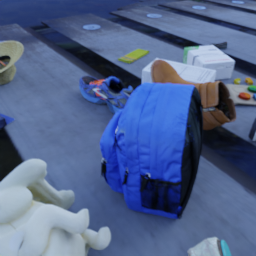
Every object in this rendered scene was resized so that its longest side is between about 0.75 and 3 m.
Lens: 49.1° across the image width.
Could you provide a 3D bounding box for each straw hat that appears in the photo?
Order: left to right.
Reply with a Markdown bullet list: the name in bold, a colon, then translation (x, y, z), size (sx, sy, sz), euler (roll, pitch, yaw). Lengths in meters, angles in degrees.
- **straw hat**: translation (-5.103, -2.329, 11.147), size (2.465, 1.043, 2.465), euler (-8, 48, 8)

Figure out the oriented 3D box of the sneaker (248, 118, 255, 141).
- **sneaker**: translation (4.713, -0.161, 8.286), size (2.591, 0.929, 1.073), euler (-21, 41, -26)

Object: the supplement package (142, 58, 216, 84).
- **supplement package**: translation (1.724, -1.455, 9.783), size (2.234, 1.224, 1.271), euler (19, 40, 24)

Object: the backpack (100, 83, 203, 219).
- **backpack**: translation (0.519, 0.373, 6.122), size (2.199, 2.621, 2.129), euler (7, 38, 10)

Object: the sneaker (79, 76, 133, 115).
- **sneaker**: translation (-0.682, -1.350, 9.763), size (2.781, 1.091, 1.048), euler (28, 43, 32)

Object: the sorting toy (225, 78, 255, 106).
- **sorting toy**: translation (4.453, -1.451, 10.587), size (1.522, 0.274, 2.043), euler (1, 36, 1)

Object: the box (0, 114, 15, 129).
- **box**: translation (-4.778, -0.010, 8.585), size (1.331, 0.356, 2.197), euler (18, 39, 22)

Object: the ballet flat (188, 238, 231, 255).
- **ballet flat**: translation (1.476, 3.004, 4.278), size (0.837, 0.905, 2.684), euler (-24, 30, 15)

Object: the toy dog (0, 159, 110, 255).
- **toy dog**: translation (-1.493, 2.132, 4.551), size (2.468, 1.776, 2.546), euler (-31, 46, -18)

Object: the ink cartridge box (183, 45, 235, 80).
- **ink cartridge box**: translation (3.370, -2.784, 11.936), size (1.411, 0.815, 1.932), euler (-8, 37, -10)

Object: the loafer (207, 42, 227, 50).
- **loafer**: translation (4.479, -4.211, 14.263), size (1.150, 0.362, 0.413), euler (-3, 37, -5)

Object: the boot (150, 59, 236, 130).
- **boot**: translation (1.721, -0.993, 7.630), size (0.938, 2.445, 1.898), euler (-31, 8, -22)

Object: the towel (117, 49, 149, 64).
- **towel**: translation (0.278, -3.491, 13.468), size (0.731, 0.153, 1.699), euler (24, 43, 28)
